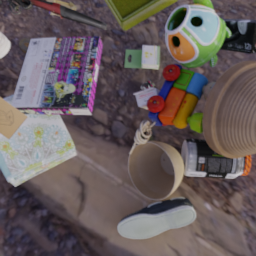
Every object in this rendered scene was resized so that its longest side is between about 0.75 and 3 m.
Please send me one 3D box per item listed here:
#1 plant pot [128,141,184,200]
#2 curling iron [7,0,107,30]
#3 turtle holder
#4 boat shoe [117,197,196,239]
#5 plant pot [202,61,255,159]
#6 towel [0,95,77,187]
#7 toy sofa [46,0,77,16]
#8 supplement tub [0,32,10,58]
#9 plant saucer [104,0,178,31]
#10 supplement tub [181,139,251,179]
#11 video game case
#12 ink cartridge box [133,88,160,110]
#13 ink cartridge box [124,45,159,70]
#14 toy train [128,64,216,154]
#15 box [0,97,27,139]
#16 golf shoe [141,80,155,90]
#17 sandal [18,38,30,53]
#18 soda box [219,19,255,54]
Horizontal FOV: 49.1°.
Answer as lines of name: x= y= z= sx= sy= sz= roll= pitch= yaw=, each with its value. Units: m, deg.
plant pot: x=1.069 y=1.237 z=8.930 sx=1.217 sy=1.813 sz=1.813 roll=-11 pitch=56 yaw=-46
curling iron: x=-1.794 y=-2.906 z=7.159 sx=2.556 sy=0.327 sz=0.634 roll=11 pitch=65 yaw=-16
turtle holder: x=1.940 y=-2.805 z=7.866 sx=2.084 sy=1.480 sz=1.583 roll=-53 pitch=36 yaw=11
boat shoe: x=0.838 y=2.731 z=8.565 sx=2.377 sy=0.899 sz=0.717 roll=-10 pitch=21 yaw=2
plant pot: x=3.345 y=-0.310 z=7.242 sx=2.675 sy=2.675 sz=1.235 roll=-32 pitch=31 yaw=-16
towel: x=-2.921 y=0.170 z=8.147 sx=2.107 sy=0.593 sz=2.461 roll=-26 pitch=85 yaw=-17
toy sofa: x=-2.243 y=-3.969 z=9.270 sx=0.987 sy=0.482 sz=0.409 roll=-10 pitch=50 yaw=-50
supplement tub: x=-3.499 y=-2.236 z=6.827 sx=0.689 sy=1.045 sz=0.689 roll=-9 pitch=63 yaw=17
plant saucer: x=0.066 y=-4.712 z=9.287 sx=2.456 sy=2.452 sz=0.588 roll=-18 pitch=30 yaw=34
supplement tub: x=2.817 y=1.013 z=9.150 sx=2.021 sy=1.238 sz=1.238 roll=4 pitch=62 yaw=3
video game case: x=-1.916 y=-1.481 z=7.759 sx=2.160 sy=0.427 sz=2.384 roll=0 pitch=65 yaw=10
ink cartridge box: x=0.702 y=-0.895 z=8.749 sx=0.701 sy=1.204 sz=0.406 roll=-18 pitch=80 yaw=23
ink cartridge box: x=0.590 y=-2.981 z=11.778 sx=1.429 sy=0.343 sz=1.040 roll=4 pitch=63 yaw=0
toy train: x=1.399 y=-0.253 z=7.858 sx=1.705 sy=1.247 sz=2.947 roll=21 pitch=78 yaw=29
box: x=-2.728 y=-0.229 z=6.139 sx=0.780 sy=0.083 sz=0.637 roll=37 pitch=78 yaw=-6
golf shoe: x=0.956 y=-1.306 z=10.891 sx=0.524 sy=0.459 sz=1.190 roll=-33 pitch=62 yaw=4
sandal: x=-3.750 y=-3.398 z=11.843 sx=2.117 sy=0.578 sz=0.865 roll=26 pitch=65 yaw=13
soda box: x=3.070 y=-3.003 z=8.952 sx=0.968 sy=0.866 sz=2.736 roll=-17 pitch=28 yaw=-30
